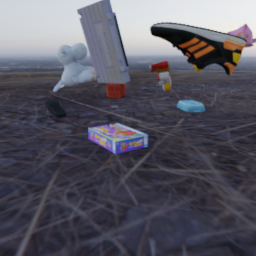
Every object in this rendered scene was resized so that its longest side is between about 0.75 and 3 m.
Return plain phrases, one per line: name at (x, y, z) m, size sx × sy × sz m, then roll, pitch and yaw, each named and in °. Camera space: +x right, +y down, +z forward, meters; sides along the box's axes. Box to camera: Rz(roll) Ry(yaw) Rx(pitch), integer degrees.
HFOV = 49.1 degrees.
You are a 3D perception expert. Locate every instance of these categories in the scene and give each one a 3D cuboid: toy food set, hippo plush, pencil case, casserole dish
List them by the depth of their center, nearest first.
toy food set at (1.032, -1.755, 9.223) m, size 0.650 × 0.690 × 1.445 m, roll -8°, pitch 45°, yaw 13°
pencil case at (3.441, -2.961, 9.969) m, size 1.976 × 0.864 × 0.864 m, roll -11°, pitch 3°, yaw 45°
hippo plush at (-2.025, -2.321, 10.216) m, size 1.799 × 1.447 × 1.433 m, roll -17°, pitch 17°, yaw -5°
casserole dish at (3.327, -1.177, 14.904) m, size 1.138 × 0.365 × 1.879 m, roll -3°, pitch 16°, yaw -11°

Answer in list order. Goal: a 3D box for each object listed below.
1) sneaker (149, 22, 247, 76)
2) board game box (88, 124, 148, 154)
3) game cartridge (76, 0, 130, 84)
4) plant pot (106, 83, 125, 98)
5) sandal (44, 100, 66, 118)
sneaker at (2.057, -2.434, 8.729) m, size 2.981 × 1.341 × 1.043 m, roll 11°, pitch 20°, yaw 0°
board game box at (-0.373, 0.310, 9.320) m, size 1.226 × 0.408 × 1.823 m, roll -10°, pitch 18°, yaw -33°
game cartridge at (-0.732, -2.549, 8.603) m, size 0.462 × 2.408 × 1.561 m, roll -31°, pitch 26°, yaw -34°
plant pot at (-0.849, -2.574, 18.565) m, size 1.263 × 1.265 × 1.114 m, roll 1°, pitch 25°, yaw 3°
sandal at (-3.614, -0.875, 13.762) m, size 0.767 × 0.488 × 2.041 m, roll -7°, pitch 29°, yaw -26°
